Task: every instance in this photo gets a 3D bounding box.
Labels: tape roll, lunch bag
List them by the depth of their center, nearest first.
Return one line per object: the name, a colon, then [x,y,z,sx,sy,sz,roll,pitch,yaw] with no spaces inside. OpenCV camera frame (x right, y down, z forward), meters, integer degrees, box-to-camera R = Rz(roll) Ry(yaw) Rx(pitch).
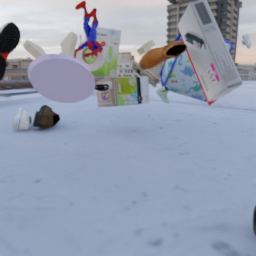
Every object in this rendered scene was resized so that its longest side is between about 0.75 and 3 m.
tape roll: [-1.366,-2.601,10.127,1.109,1.109,0.203,4,15,16]
lunch bag: [3.089,-3.008,13.099,2.459,2.892,1.843,13,42,-10]

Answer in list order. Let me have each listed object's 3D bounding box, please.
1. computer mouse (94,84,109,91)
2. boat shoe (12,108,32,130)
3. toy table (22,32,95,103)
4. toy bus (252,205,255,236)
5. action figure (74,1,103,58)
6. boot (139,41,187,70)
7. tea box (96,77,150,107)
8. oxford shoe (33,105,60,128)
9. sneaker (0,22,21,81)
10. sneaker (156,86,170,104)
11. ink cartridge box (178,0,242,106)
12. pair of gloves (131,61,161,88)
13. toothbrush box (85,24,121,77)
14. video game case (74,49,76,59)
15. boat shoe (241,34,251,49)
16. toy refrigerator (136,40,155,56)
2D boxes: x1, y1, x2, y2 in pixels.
computer mouse: [-1.658,-1.468,10.667,1.871,0.318,0.548,-13,43,-6]
boat shoe: [-4.945,-0.329,13.272,0.741,0.816,2.218,12,18,-18]
toy table: [-2.023,-1.714,8.141,1.280,2.009,2.186,57,8,31]
toy bus: [2.727,1.260,4.372,1.177,1.665,1.734,5,16,16]
action figure: [-1.374,-2.733,8.820,0.731,1.109,2.240,40,-12,14]
boot: [1.033,-2.131,8.348,1.460,0.560,1.133,-21,18,3]
tea box: [-0.270,-1.528,12.037,1.728,1.174,1.757,-8,6,-27]
oxford shoe: [-3.848,-0.461,13.543,1.094,0.942,2.592,11,15,-12]
sneaker: [-3.830,-2.222,8.074,0.887,1.897,0.668,11,-12,28]
sneaker: [1.454,-1.243,10.601,0.470,0.797,0.293,-25,39,34]
ink cartridge box: [2.237,-2.097,8.649,0.580,2.663,2.311,-18,-9,-11]
pair of gloves: [0.832,-2.566,13.258,1.573,0.324,1.850,40,2,-1]
toothbrush box: [-1.231,-3.492,12.731,1.541,2.117,0.911,5,23,-11]
video game case: [-2.500,-3.464,14.483,1.720,1.229,0.163,-28,5,-2]
boat shoe: [4.995,-3.648,11.869,0.362,0.354,1.015,-3,42,22]
toy refrigerator: [0.884,-3.981,13.832,0.397,0.366,1.045,-26,13,48]
